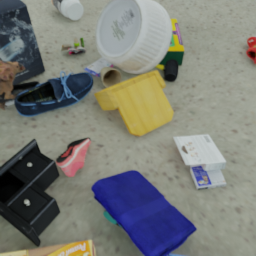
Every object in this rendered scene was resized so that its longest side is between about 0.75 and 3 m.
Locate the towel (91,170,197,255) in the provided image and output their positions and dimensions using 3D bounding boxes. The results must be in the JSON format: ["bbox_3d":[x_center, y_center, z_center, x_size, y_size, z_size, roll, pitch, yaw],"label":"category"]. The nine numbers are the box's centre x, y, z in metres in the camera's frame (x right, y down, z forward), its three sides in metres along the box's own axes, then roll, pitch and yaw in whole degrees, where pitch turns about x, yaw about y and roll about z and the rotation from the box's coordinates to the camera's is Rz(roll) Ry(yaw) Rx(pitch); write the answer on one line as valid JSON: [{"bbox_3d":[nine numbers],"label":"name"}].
[{"bbox_3d":[0.340,2.126,7.096,1.781,0.597,2.412,-6,39,-46],"label":"towel"}]

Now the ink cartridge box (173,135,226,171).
[{"bbox_3d":[2.111,0.742,8.515,1.210,0.304,1.394,-4,35,-7],"label":"ink cartridge box"}]

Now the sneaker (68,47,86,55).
[{"bbox_3d":[-2.252,-3.358,12.406,0.805,0.325,0.301,-6,54,-12],"label":"sneaker"}]

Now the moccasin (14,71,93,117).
[{"bbox_3d":[-2.521,-1.200,9.844,2.897,0.988,1.166,-30,76,-14],"label":"moccasin"}]

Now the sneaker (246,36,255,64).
[{"bbox_3d":[5.520,-3.440,12.283,0.744,0.675,1.752,-6,48,1],"label":"sneaker"}]

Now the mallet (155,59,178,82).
[{"bbox_3d":[0.776,-2.712,11.277,2.704,0.557,0.891,22,55,-1],"label":"mallet"}]

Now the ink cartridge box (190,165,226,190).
[{"bbox_3d":[2.319,1.364,8.281,0.868,0.206,0.878,-7,49,-6],"label":"ink cartridge box"}]

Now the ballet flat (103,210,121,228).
[{"bbox_3d":[-0.216,2.403,7.323,0.936,0.342,0.342,24,52,28],"label":"ballet flat"}]

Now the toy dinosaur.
[{"bbox_3d":[-4.506,-1.404,9.277,2.407,1.631,1.033,-44,79,-7],"label":"toy dinosaur"}]

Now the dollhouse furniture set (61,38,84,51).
[{"bbox_3d":[-2.510,-3.767,12.538,1.061,0.530,0.410,-13,89,-22],"label":"dollhouse furniture set"}]

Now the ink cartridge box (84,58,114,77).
[{"bbox_3d":[-1.223,-2.506,11.718,0.679,0.239,1.138,31,53,26],"label":"ink cartridge box"}]

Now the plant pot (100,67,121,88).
[{"bbox_3d":[-0.781,-2.075,11.063,0.793,0.793,0.847,-18,36,-16],"label":"plant pot"}]

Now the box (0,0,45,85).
[{"bbox_3d":[-5.021,-3.044,10.389,2.858,2.906,1.706,-32,55,-24],"label":"box"}]

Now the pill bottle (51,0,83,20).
[{"bbox_3d":[-3.171,-6.445,14.635,1.115,1.115,1.916,-27,53,-22],"label":"pill bottle"}]

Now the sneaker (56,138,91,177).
[{"bbox_3d":[-1.576,0.882,8.531,0.613,0.722,1.664,-13,21,26],"label":"sneaker"}]

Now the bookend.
[{"bbox_3d":[-2.498,1.645,7.548,2.031,0.935,2.018,28,54,22],"label":"bookend"}]

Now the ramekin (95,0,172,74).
[{"bbox_3d":[0.046,-3.629,10.734,1.523,2.901,2.901,3,34,-51],"label":"ramekin"}]

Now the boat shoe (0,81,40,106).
[{"bbox_3d":[-4.279,-1.300,10.289,2.264,0.750,0.792,-7,49,-6],"label":"boat shoe"}]

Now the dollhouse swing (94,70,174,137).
[{"bbox_3d":[0.263,-0.826,10.130,2.095,1.842,1.904,-26,12,-21],"label":"dollhouse swing"}]

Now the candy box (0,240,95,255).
[{"bbox_3d":[-1.955,3.454,6.082,2.543,0.703,1.468,-6,49,-6],"label":"candy box"}]

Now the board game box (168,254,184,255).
[{"bbox_3d":[1.430,3.634,5.543,1.629,0.394,2.154,-2,33,21],"label":"board game box"}]

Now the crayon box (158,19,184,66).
[{"bbox_3d":[1.129,-3.901,12.559,2.338,0.790,2.710,0,49,0],"label":"crayon box"}]
